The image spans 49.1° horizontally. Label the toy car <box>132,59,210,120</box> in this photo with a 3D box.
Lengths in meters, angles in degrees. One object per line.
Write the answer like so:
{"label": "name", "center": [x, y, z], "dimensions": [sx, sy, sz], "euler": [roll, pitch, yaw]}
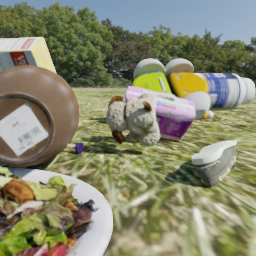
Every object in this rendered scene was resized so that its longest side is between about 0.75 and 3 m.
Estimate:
{"label": "toy car", "center": [1.146, -0.912, 8.391], "dimensions": [2.280, 1.995, 1.709], "euler": [-4, -34, -16]}

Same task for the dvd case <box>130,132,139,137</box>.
{"label": "dvd case", "center": [0.704, 0.042, 7.013], "dimensions": [1.125, 0.121, 1.513], "euler": [1, 10, 9]}

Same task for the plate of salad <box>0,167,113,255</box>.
{"label": "plate of salad", "center": [-1.485, 0.603, 2.050], "dimensions": [2.741, 0.658, 2.741], "euler": [0, 9, 0]}

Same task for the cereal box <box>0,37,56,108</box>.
{"label": "cereal box", "center": [-2.804, -0.729, 5.786], "dimensions": [2.930, 2.108, 0.579], "euler": [1, 44, 12]}

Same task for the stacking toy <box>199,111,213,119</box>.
{"label": "stacking toy", "center": [2.417, -0.523, 9.382], "dimensions": [1.015, 0.741, 0.741], "euler": [17, 3, -22]}

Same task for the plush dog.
{"label": "plush dog", "center": [0.034, -0.189, 4.745], "dimensions": [0.851, 0.991, 0.795], "euler": [-9, -18, 15]}

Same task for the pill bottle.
{"label": "pill bottle", "center": [4.104, -1.637, 12.551], "dimensions": [2.896, 1.607, 1.607], "euler": [-3, 10, -17]}

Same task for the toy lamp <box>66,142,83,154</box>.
{"label": "toy lamp", "center": [-1.194, 0.325, 5.068], "dimensions": [0.776, 0.226, 0.226], "euler": [6, 11, 21]}

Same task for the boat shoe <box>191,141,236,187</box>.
{"label": "boat shoe", "center": [1.237, 0.440, 3.848], "dimensions": [0.464, 0.388, 1.298], "euler": [-19, -3, 33]}

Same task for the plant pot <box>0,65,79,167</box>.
{"label": "plant pot", "center": [-1.313, -0.100, 3.603], "dimensions": [1.491, 1.491, 1.596], "euler": [-3, 9, -15]}

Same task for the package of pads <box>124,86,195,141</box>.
{"label": "package of pads", "center": [0.549, -0.266, 5.730], "dimensions": [1.442, 0.869, 0.546], "euler": [13, 49, -7]}
